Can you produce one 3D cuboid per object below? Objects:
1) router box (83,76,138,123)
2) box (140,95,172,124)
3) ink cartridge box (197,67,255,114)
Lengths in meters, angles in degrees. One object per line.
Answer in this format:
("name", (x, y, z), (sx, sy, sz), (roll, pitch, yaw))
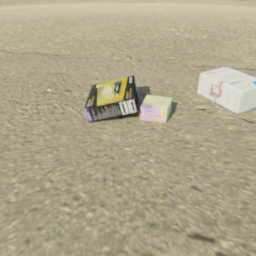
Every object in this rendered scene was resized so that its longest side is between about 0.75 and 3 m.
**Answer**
("router box", (-0.615, -1.220, 11.267), (1.936, 0.643, 2.462), (-12, 29, 7))
("box", (1.098, -0.754, 10.989), (1.041, 0.572, 1.184), (8, 31, 14))
("ink cartridge box", (4.497, -1.707, 12.157), (1.766, 1.034, 2.444), (-16, 35, -25))
